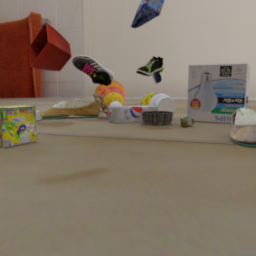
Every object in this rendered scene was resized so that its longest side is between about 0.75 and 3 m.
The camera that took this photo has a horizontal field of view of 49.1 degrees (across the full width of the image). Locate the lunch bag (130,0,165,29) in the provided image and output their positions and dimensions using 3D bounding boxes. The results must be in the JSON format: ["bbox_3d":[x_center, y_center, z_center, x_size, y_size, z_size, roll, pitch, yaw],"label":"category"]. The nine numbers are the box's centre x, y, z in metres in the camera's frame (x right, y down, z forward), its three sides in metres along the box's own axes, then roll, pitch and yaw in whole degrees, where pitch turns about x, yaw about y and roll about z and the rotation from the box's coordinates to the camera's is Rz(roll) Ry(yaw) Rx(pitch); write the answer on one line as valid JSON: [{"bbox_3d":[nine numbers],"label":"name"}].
[{"bbox_3d":[0.606,-4.068,9.583,0.662,1.060,1.408,26,-20,-20],"label":"lunch bag"}]

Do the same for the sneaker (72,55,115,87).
[{"bbox_3d":[-1.425,-2.322,11.596,1.930,0.712,0.844,28,29,-19],"label":"sneaker"}]

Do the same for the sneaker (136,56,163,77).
[{"bbox_3d":[0.837,-2.385,10.577,0.557,0.643,1.552,22,32,29],"label":"sneaker"}]

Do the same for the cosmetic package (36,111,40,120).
[{"bbox_3d":[-4.742,-0.492,11.657,1.667,0.431,1.257,2,6,14],"label":"cosmetic package"}]

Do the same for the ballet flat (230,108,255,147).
[{"bbox_3d":[3.057,-0.105,7.405,0.814,0.805,2.393,-3,7,12],"label":"ballet flat"}]

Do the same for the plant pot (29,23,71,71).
[{"bbox_3d":[-2.880,-2.906,10.592,1.136,1.288,1.289,20,-49,-40],"label":"plant pot"}]

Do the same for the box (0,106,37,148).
[{"bbox_3d":[-2.771,-0.065,6.749,0.573,0.905,0.940,5,8,33],"label":"box"}]

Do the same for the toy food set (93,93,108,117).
[{"bbox_3d":[-1.105,-1.016,13.167,0.324,1.307,2.057,-33,27,-4],"label":"toy food set"}]

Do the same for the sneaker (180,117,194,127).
[{"bbox_3d":[2.132,-0.241,10.041,0.480,0.358,1.068,-4,4,9],"label":"sneaker"}]

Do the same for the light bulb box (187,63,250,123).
[{"bbox_3d":[3.684,-1.416,11.473,2.283,2.303,1.437,4,10,27],"label":"light bulb box"}]

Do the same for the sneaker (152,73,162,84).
[{"bbox_3d":[1.405,-2.898,14.506,0.497,1.312,0.506,-3,-8,-7],"label":"sneaker"}]

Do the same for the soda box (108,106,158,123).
[{"bbox_3d":[0.217,-0.576,11.496,2.005,0.636,0.684,-3,8,-22],"label":"soda box"}]

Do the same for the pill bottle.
[{"bbox_3d":[1.356,-1.011,12.811,1.145,1.145,2.036,-2,8,-16],"label":"pill bottle"}]

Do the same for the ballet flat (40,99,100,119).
[{"bbox_3d":[-2.675,-0.903,13.081,2.752,0.867,0.945,-3,8,-19],"label":"ballet flat"}]

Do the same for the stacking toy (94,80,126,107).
[{"bbox_3d":[-0.835,-1.548,16.084,1.975,1.975,2.703,-2,24,-15],"label":"stacking toy"}]

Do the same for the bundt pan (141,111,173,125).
[{"bbox_3d":[1.105,-0.378,10.706,1.253,0.470,1.253,0,9,0],"label":"bundt pan"}]
